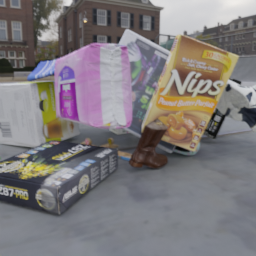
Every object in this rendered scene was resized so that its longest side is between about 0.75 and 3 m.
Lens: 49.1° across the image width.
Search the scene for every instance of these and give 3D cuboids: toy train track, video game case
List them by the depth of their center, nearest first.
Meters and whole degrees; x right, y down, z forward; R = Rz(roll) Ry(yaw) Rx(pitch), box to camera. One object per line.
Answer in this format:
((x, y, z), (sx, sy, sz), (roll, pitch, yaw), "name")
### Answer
((0.588, -0.960, 7.747), (2.706, 2.460, 0.316), (27, 8, -4), "video game case")
((-0.461, 0.623, 8.609), (2.703, 0.440, 1.550), (10, 17, 36), "toy train track")

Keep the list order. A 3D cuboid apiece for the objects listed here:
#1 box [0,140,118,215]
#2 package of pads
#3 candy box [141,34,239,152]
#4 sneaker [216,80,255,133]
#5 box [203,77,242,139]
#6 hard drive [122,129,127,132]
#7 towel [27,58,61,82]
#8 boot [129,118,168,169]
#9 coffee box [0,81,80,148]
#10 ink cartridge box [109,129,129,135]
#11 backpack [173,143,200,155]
((-1.705, 0.983, 6.547), (2.107, 0.642, 2.614), (8, 15, 22), "box")
((-0.869, -0.855, 6.169), (0.989, 1.575, 2.614), (-3, 7, -28), "package of pads")
((1.456, -0.844, 7.058), (1.482, 2.568, 0.710), (19, 18, -4), "candy box")
((3.611, -1.001, 8.577), (2.468, 0.985, 1.606), (30, 49, -3), "sneaker")
((2.807, -0.954, 10.174), (1.775, 2.223, 0.549), (24, -4, 16), "box")
((0.313, -1.327, 10.481), (0.349, 2.612, 1.723), (12, 21, 19), "hard drive")
((-1.972, -2.068, 8.828), (2.225, 0.265, 1.611), (-15, 27, 8), "towel")
((0.759, 0.397, 7.106), (1.288, 1.382, 0.444), (-2, 37, -37), "boot")
((-3.209, -0.590, 9.914), (2.070, 2.067, 2.047), (2, 13, 31), "coffee box")
((-0.259, -0.048, 11.468), (1.313, 0.442, 0.769), (-6, 15, -29), "ink cartridge box")
((1.664, 0.413, 8.550), (1.025, 0.855, 0.649), (24, 2, 38), "backpack")
